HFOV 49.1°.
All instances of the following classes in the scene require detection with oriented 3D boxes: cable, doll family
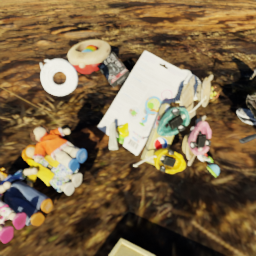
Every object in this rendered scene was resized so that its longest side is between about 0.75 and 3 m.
[{"bbox_3d":[-1.519,-1.109,6.206,0.812,0.812,0.281,-6,12,-14],"label":"cable"},{"bbox_3d":[-2.243,1.197,6.217,1.763,1.280,2.840,27,57,27],"label":"doll family"}]

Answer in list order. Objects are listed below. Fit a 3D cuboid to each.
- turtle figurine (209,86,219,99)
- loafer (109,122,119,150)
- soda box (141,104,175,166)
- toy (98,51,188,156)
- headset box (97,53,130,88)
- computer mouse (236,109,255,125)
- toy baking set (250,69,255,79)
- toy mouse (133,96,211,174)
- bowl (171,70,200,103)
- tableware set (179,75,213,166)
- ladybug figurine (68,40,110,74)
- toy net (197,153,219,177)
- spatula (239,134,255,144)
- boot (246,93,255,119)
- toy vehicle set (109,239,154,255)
[{"bbox_3d":[3.155,-1.343,11.032,0.763,0.305,0.946,0,39,16],"label":"turtle figurine"},{"bbox_3d":[-0.383,0.223,7.609,0.268,0.768,0.268,2,-4,-7],"label":"loafer"},{"bbox_3d":[0.785,0.175,6.590,0.457,1.427,0.483,22,-1,-6],"label":"soda box"},{"bbox_3d":[0.434,-0.688,8.102,1.515,2.631,0.621,34,3,21],"label":"toy"},{"bbox_3d":[-0.501,-2.049,10.103,0.790,0.410,1.062,-39,73,7],"label":"headset box"},{"bbox_3d":[4.230,-0.226,9.190,1.410,0.309,0.773,28,45,30],"label":"computer mouse"},{"bbox_3d":[3.593,-1.768,7.398,0.120,1.030,0.791,39,43,0],"label":"toy baking set"},{"bbox_3d":[1.191,0.108,6.068,2.045,1.817,0.396,15,11,-30],"label":"toy mouse"},{"bbox_3d":[1.967,-1.661,10.534,1.806,0.848,1.806,-6,26,3],"label":"bowl"},{"bbox_3d":[1.706,-0.238,6.969,0.262,2.261,1.889,8,27,29],"label":"tableware set"},{"bbox_3d":[-1.872,-3.454,13.731,1.986,1.053,2.926,5,35,12],"label":"ladybug figurine"},{"bbox_3d":[1.966,0.822,7.176,0.217,0.589,1.123,-42,15,4],"label":"toy net"},{"bbox_3d":[2.639,0.094,5.591,1.181,0.121,0.334,-22,48,-24],"label":"spatula"},{"bbox_3d":[4.456,-1.089,8.118,2.111,0.839,2.424,-15,71,-1],"label":"boot"},{"bbox_3d":[0.513,2.772,4.116,2.395,0.318,1.488,17,35,27],"label":"toy vehicle set"}]
